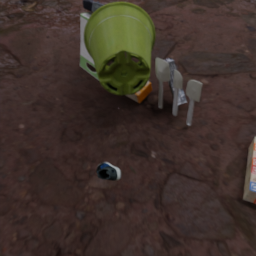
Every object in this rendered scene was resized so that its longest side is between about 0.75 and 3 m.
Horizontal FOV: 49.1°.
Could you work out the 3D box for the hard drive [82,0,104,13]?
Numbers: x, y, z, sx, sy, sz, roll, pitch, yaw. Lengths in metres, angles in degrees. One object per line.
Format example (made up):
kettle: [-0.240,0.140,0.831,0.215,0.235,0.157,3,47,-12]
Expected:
hard drive: [-0.704,-4.973,12.079,2.345,0.496,1.582,5,25,-31]

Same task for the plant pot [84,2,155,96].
plant pot: [-0.223,-2.673,10.262,2.882,2.882,2.737,-3,43,-3]

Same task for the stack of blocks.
stack of blocks: [4.664,1.478,9.243,1.313,0.668,2.280,16,50,14]

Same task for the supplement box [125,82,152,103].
supplement box: [0.204,-1.782,12.054,1.417,0.521,0.893,32,69,29]

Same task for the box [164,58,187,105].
box: [1.795,-1.842,11.024,0.421,1.693,1.335,-18,17,8]

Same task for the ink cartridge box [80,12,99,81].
ink cartridge box: [-1.421,-3.560,12.495,0.608,2.535,1.844,-28,53,-33]

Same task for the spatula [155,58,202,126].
spatula: [1.710,-1.185,10.080,1.910,2.747,0.221,33,69,22]

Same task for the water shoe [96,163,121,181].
water shoe: [-0.677,1.205,7.812,0.479,1.215,0.434,3,86,-34]
